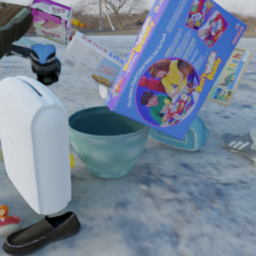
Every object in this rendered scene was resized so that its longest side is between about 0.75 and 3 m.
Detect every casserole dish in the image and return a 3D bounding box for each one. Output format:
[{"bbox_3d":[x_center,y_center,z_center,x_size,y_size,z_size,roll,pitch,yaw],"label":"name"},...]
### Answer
[{"bbox_3d":[1.409,0.084,8.796,2.231,1.351,0.433,14,48,31],"label":"casserole dish"}]

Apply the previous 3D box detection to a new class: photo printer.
[{"bbox_3d":[-1.611,0.187,4.685,0.701,2.019,1.680,-17,33,-37],"label":"photo printer"}]

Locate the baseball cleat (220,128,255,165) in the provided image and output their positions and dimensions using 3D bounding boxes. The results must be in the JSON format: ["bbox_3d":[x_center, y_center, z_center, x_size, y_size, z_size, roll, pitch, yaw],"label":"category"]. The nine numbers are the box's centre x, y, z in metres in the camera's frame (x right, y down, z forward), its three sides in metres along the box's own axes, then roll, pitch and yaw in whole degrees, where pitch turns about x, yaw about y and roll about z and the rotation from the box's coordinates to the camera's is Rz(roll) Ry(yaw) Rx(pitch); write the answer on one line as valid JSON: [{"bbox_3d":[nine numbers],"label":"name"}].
[{"bbox_3d":[3.570,0.355,8.263,0.733,1.119,2.103,-14,26,-22],"label":"baseball cleat"}]

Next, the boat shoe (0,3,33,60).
[{"bbox_3d":[-3.197,-2.235,6.588,0.820,0.868,2.413,26,41,-5],"label":"boat shoe"}]

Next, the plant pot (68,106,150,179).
[{"bbox_3d":[-0.500,0.429,7.638,2.207,1.478,2.207,0,23,0],"label":"plant pot"}]

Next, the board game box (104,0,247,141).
[{"bbox_3d":[1.055,-1.426,6.356,2.014,2.996,0.671,23,12,-26],"label":"board game box"}]

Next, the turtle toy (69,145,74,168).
[{"bbox_3d":[-2.007,1.097,6.656,1.481,1.027,2.033,-8,25,-18],"label":"turtle toy"}]

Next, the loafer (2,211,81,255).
[{"bbox_3d":[-1.646,1.929,5.369,1.464,0.522,0.534,-14,27,-29],"label":"loafer"}]

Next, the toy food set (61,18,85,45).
[{"bbox_3d":[-2.096,-3.353,9.969,0.584,0.620,1.298,25,48,9],"label":"toy food set"}]

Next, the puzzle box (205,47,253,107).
[{"bbox_3d":[3.204,-1.890,9.710,1.425,2.141,0.272,22,-10,27],"label":"puzzle box"}]

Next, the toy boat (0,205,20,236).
[{"bbox_3d":[-2.408,1.768,5.451,0.520,0.521,0.797,-11,-4,-21],"label":"toy boat"}]

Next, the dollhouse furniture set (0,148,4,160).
[{"bbox_3d":[-3.251,0.240,8.460,1.331,1.177,0.740,-3,23,-10],"label":"dollhouse furniture set"}]

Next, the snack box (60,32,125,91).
[{"bbox_3d":[-0.427,-1.408,7.169,2.471,0.888,0.300,28,44,-21],"label":"snack box"}]

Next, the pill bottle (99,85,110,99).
[{"bbox_3d":[-0.703,-1.911,13.987,1.321,0.747,0.747,-15,28,-32],"label":"pill bottle"}]

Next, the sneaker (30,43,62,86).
[{"bbox_3d":[-2.443,-1.712,8.198,0.880,1.028,2.481,4,0,-11],"label":"sneaker"}]

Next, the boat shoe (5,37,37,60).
[{"bbox_3d":[-3.699,-2.515,8.758,0.815,0.650,2.154,38,23,27],"label":"boat shoe"}]

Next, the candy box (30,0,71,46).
[{"bbox_3d":[-1.824,-2.536,6.738,0.836,0.374,1.226,17,-13,-8],"label":"candy box"}]
